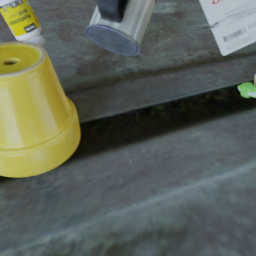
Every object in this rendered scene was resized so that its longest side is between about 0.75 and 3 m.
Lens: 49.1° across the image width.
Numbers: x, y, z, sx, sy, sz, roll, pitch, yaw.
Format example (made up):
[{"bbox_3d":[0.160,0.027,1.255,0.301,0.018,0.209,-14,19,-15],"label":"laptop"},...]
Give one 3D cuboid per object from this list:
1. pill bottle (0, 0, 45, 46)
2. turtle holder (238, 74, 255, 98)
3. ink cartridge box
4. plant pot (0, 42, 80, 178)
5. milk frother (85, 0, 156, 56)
[{"bbox_3d":[-2.520,-2.528,6.727,0.683,1.228,0.683,-15,36,11],"label":"pill bottle"},{"bbox_3d":[4.449,-1.202,8.409,1.996,1.516,1.417,-39,33,1],"label":"turtle holder"},{"bbox_3d":[2.636,-2.979,6.392,1.787,2.476,1.037,-22,67,22],"label":"ink cartridge box"},{"bbox_3d":[-2.556,-0.566,6.703,2.590,2.437,2.590,1,40,-1],"label":"plant pot"},{"bbox_3d":[-0.675,-3.896,7.912,2.809,2.535,2.642,17,84,28],"label":"milk frother"}]
